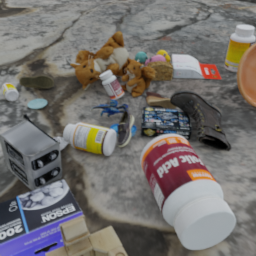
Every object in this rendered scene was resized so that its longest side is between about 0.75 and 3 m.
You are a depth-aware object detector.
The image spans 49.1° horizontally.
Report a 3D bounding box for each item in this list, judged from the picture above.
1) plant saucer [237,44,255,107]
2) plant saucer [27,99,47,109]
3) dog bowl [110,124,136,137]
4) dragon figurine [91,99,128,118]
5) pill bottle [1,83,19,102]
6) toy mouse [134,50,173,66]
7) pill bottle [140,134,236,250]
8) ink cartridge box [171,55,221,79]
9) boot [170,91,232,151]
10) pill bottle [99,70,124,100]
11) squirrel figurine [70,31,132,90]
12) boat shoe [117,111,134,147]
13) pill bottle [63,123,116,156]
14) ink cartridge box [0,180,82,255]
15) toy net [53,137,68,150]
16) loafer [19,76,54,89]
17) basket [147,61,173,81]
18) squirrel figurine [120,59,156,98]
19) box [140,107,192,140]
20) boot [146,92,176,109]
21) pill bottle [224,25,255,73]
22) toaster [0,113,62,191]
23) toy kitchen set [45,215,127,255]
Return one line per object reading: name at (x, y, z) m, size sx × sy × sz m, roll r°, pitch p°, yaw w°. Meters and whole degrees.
plant saucer at (5.379, -2.093, 11.176) m, size 2.626 × 2.626 × 0.492 m, roll -11°, pitch 10°, yaw -16°
plant saucer at (-3.680, -0.931, 11.383) m, size 0.774 × 0.149 × 0.774 m, roll 0°, pitch 34°, yaw 0°
dog bowl at (-0.167, 0.102, 9.850) m, size 0.929 × 0.230 × 0.518 m, roll 2°, pitch 35°, yaw 3°
dragon figurine at (-0.628, -0.732, 10.286) m, size 0.818 × 0.484 × 1.645 m, roll -20°, pitch -20°, yaw 31°
pill bottle at (-5.050, -1.553, 11.923) m, size 0.537 × 0.537 × 0.983 m, roll -20°, pitch 40°, yaw -26°
toy mouse at (1.146, -3.598, 14.444) m, size 2.376 × 0.517 × 2.674 m, roll -12°, pitch 29°, yaw -20°
pill bottle at (1.341, 1.444, 6.830) m, size 1.491 × 1.491 × 2.611 m, roll -9°, pitch 35°, yaw -12°
ink cartridge box at (3.378, -3.099, 14.126) m, size 2.332 × 0.665 × 1.896 m, roll -1°, pitch 35°, yaw 6°
boot at (2.443, -0.258, 9.499) m, size 2.244 × 0.777 × 1.953 m, roll 22°, pitch 39°, yaw -6°
pill bottle at (-0.686, -1.765, 11.615) m, size 0.620 × 1.131 × 0.620 m, roll -26°, pitch 20°, yaw 10°
squirrel figurine at (-1.386, -2.845, 12.959) m, size 2.626 × 1.991 × 2.814 m, roll -38°, pitch 26°, yaw -22°
boat shoe at (-0.155, 0.011, 9.399) m, size 0.512 × 0.461 × 1.423 m, roll -13°, pitch 42°, yaw 31°
pill bottle at (-1.239, 0.328, 8.978) m, size 1.585 × 0.866 × 0.866 m, roll 12°, pitch 37°, yaw 17°
ink cartridge box at (-2.111, 2.182, 6.508) m, size 1.965 × 0.430 × 1.984 m, roll -18°, pitch 31°, yaw -24°
toy net at (-2.748, 0.693, 8.884) m, size 1.944 × 0.375 × 1.020 m, roll -21°, pitch 40°, yaw -27°
loafer at (-4.083, -2.056, 12.582) m, size 1.483 × 0.564 × 0.500 m, roll 4°, pitch 0°, yaw -13°
basket at (1.507, -2.836, 13.452) m, size 1.223 × 0.873 × 0.911 m, roll 1°, pitch 36°, yaw 1°
squirrel figurine at (0.431, -2.269, 12.153) m, size 1.522 × 1.420 × 1.077 m, roll -19°, pitch 39°, yaw -27°
box at (1.347, -0.195, 10.073) m, size 1.753 × 0.403 × 1.393 m, roll 4°, pitch 35°, yaw 3°
boot at (1.360, -1.201, 11.505) m, size 1.276 × 0.462 × 1.062 m, roll 5°, pitch 30°, yaw -3°
pill bottle at (5.569, -3.923, 13.901) m, size 1.158 × 2.120 × 1.158 m, roll 0°, pitch 35°, yaw 0°
toaster at (-2.672, 0.705, 7.715) m, size 1.642 × 1.485 × 0.974 m, roll 32°, pitch 45°, yaw 26°
toy kitchen set at (-0.750, 2.588, 5.408) m, size 1.458 × 1.189 × 1.315 m, roll -16°, pitch 34°, yaw -21°
